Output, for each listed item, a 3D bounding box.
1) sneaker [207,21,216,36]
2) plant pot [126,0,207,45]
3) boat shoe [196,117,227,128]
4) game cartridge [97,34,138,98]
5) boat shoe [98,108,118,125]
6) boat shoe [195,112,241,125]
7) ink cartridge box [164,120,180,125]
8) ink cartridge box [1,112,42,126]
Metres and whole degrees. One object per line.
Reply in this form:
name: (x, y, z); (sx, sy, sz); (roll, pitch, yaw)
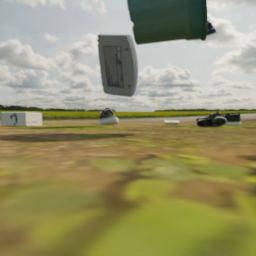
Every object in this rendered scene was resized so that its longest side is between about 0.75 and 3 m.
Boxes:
sneaker: (3.113, -3.903, 10.934); (0.455, 0.532, 1.297); (-16, 19, 11)
plant pot: (0.999, -3.126, 7.537); (1.886, 1.926, 1.926); (-10, 0, 8)
boat shoe: (3.188, -0.177, 10.706); (1.133, 0.389, 0.321); (-6, 7, 12)
game cartridge: (-0.448, -2.826, 12.829); (1.865, 2.801, 0.573); (14, 32, 31)
boat shoe: (-1.288, -0.686, 16.393); (0.997, 0.981, 2.766); (-1, 2, -20)
boat shoe: (4.904, -0.528, 15.353); (2.424, 0.731, 0.916); (0, 2, -1)
ink cartridge box: (2.508, -0.270, 16.156); (0.833, 0.258, 1.028); (1, 10, 2)
ink cartridge box: (-4.893, -0.400, 12.904); (1.499, 0.632, 1.095); (1, 2, 24)
